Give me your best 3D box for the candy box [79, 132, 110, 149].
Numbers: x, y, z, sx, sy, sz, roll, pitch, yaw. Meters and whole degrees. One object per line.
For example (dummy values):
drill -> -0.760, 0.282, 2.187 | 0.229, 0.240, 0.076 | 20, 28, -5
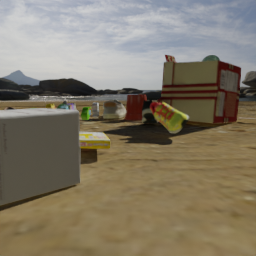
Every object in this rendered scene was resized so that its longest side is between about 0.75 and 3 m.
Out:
candy box -> -0.743, 0.217, 5.295 | 0.686, 0.177, 1.341 | 3, 4, -10

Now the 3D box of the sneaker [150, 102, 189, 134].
sneaker -> 0.960, -0.322, 7.121 | 0.663, 0.573, 1.467 | 40, -3, -25

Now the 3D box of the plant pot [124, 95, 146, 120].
plant pot -> 0.367, -0.885, 11.868 | 1.075, 1.046, 1.075 | 0, 7, 0

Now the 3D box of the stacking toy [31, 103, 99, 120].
stacking toy -> -2.450, -0.567, 11.218 | 2.247, 0.700, 2.980 | -1, 9, 2

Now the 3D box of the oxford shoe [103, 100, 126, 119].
oxford shoe -> -0.595, -0.900, 13.013 | 1.073, 0.824, 2.853 | -2, 5, 6

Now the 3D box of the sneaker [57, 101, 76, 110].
sneaker -> -2.871, -0.789, 12.100 | 0.688, 0.793, 1.790 | 4, 8, 28

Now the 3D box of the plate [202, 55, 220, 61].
plate -> 3.389, -2.613, 11.486 | 0.777, 0.777, 0.099 | 0, 40, -1

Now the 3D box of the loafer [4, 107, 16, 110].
loafer -> -2.768, -0.116, 6.915 | 0.816, 0.714, 2.270 | -5, 8, -34

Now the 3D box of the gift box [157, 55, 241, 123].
gift box -> 2.492, -1.424, 10.469 | 2.482, 2.453, 2.658 | 8, 3, 42

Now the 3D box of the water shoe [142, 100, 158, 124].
water shoe -> 0.748, -0.544, 9.619 | 0.549, 0.606, 1.537 | -1, -12, 3

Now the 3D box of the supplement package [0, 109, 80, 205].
supplement package -> -1.383, 0.263, 3.072 | 0.891, 0.888, 1.519 | 7, 10, 44
